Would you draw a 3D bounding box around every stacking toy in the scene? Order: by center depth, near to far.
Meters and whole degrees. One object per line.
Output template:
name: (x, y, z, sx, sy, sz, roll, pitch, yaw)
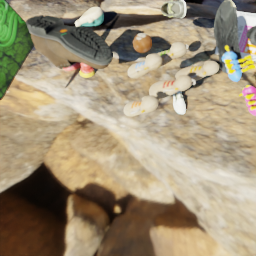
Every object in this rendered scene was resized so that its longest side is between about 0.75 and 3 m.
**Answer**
stacking toy: (-1.759, -2.615, 10.593, 1.405, 0.593, 1.272, 19, 51, 16)

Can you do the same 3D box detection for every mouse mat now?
mouse mat: (-3.577, -2.257, 7.296, 0.097, 2.073, 2.576, -3, 57, 33)

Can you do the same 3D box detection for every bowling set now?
bowling set: (0.733, -1.468, 6.544, 2.493, 1.735, 1.338, -36, 14, -27)

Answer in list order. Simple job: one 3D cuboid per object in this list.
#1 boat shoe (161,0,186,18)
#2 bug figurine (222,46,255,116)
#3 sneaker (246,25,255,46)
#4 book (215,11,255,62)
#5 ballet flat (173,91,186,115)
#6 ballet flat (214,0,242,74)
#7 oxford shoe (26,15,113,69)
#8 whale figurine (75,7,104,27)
boat shoe: (1.416, -3.713, 8.771, 0.429, 0.513, 1.435, -6, 24, -9)
bug figurine: (2.985, -1.094, 6.107, 2.094, 0.539, 1.624, -9, 80, -14)
sneaker: (3.682, -2.641, 7.899, 1.656, 0.864, 0.497, -39, 101, -24)
book: (4.773, -3.402, 10.549, 2.558, 1.709, 0.615, 14, 52, 13)
ballet flat: (1.657, -0.925, 9.203, 0.390, 0.390, 1.087, -3, 48, -3)
ballet flat: (2.555, -2.273, 7.108, 0.514, 1.810, 0.602, -16, 15, -35)
oxford shoe: (-1.496, -2.073, 7.480, 2.764, 1.167, 1.004, 30, 50, 28)
whale figurine: (-1.722, -4.891, 12.748, 1.372, 0.712, 1.092, -30, 42, 5)
